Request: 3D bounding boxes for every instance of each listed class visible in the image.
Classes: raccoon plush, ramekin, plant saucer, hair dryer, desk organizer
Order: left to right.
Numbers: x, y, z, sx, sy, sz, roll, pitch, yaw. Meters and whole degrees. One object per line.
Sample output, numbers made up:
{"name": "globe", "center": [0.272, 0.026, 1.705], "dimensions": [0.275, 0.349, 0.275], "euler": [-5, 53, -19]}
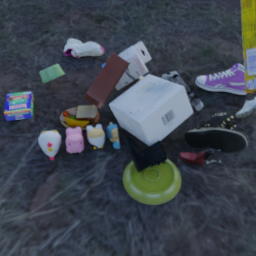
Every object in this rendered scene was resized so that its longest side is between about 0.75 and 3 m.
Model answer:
{"name": "ramekin", "center": [-3.378, -2.399, 12.315], "dimensions": [1.026, 0.501, 1.026], "euler": [-22, 16, 7]}
{"name": "desk organizer", "center": [-0.825, -1.827, 10.909], "dimensions": [0.805, 0.749, 2.090], "euler": [32, 73, -8]}
{"name": "plant saucer", "center": [0.777, 1.574, 9.150], "dimensions": [1.917, 0.298, 1.917], "euler": [-1, 48, 1]}
{"name": "raccoon plush", "center": [2.245, -1.564, 12.053], "dimensions": [2.107, 1.019, 1.411], "euler": [48, 24, -6]}
{"name": "hair dryer", "center": [2.371, 0.896, 9.297], "dimensions": [1.413, 1.077, 0.384], "euler": [-7, 53, 23]}

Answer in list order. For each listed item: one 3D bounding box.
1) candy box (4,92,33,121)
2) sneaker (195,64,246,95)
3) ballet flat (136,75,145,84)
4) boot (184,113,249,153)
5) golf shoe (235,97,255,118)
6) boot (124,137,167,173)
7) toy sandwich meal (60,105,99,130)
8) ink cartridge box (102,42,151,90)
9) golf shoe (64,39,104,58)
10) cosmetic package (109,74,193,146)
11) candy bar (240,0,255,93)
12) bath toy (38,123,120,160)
{"name": "candy box", "center": [-4.442, -0.900, 11.436], "dimensions": [1.029, 0.469, 1.217], "euler": [-7, 48, -9]}
{"name": "sneaker", "center": [4.147, -2.261, 12.106], "dimensions": [2.291, 1.306, 0.830], "euler": [7, 44, 6]}
{"name": "ballet flat", "center": [0.583, -1.815, 12.274], "dimensions": [0.580, 0.580, 1.563], "euler": [-4, 46, -3]}
{"name": "boot", "center": [3.348, 0.054, 9.726], "dimensions": [1.789, 0.855, 2.369], "euler": [-31, 18, -32]}
{"name": "golf shoe", "center": [4.736, -0.797, 11.143], "dimensions": [1.111, 0.435, 0.540], "euler": [-27, 61, 8]}
{"name": "boot", "center": [0.580, 0.726, 9.099], "dimensions": [1.076, 0.486, 1.314], "euler": [-25, 80, 0]}
{"name": "toy sandwich meal", "center": [-1.876, -0.473, 10.856], "dimensions": [1.543, 0.528, 1.543], "euler": [5, 39, -4]}
{"name": "ink cartridge box", "center": [0.035, -2.665, 12.104], "dimensions": [2.008, 1.163, 0.670], "euler": [-30, 47, 11]}
{"name": "golf shoe", "center": [-2.272, -3.866, 14.187], "dimensions": [2.141, 0.806, 0.980], "euler": [14, 60, 20]}
{"name": "cosmetic package", "center": [0.774, -0.697, 9.994], "dimensions": [2.023, 1.248, 2.029], "euler": [-39, 36, -14]}
{"name": "candy bar", "center": [2.794, -2.014, 6.160], "dimensions": [0.647, 2.596, 0.288], "euler": [-3, 2, 42]}
{"name": "bath toy", "center": [-1.716, 0.476, 9.802], "dimensions": [2.752, 1.197, 1.017], "euler": [-8, 79, -7]}
